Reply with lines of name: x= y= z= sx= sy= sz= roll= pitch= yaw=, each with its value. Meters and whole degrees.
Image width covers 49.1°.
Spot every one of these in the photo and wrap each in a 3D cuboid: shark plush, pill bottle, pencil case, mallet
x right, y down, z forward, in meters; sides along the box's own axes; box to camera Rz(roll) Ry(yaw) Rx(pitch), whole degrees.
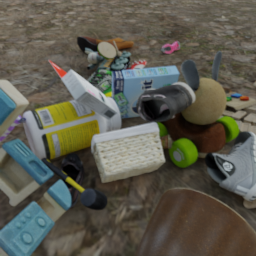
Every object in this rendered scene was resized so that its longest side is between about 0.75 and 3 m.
shark plush: x=-1.251 y=-3.261 z=13.522 sx=0.911 sy=0.994 sz=2.188 roll=-7 pitch=-2 yaw=27
pill bottle: x=-1.581 y=-0.064 z=8.173 sx=2.580 sy=1.451 sz=1.451 roll=-17 pitch=38 yaw=-24
pencil case: x=-3.768 y=0.268 z=6.985 sx=2.466 sy=1.035 sz=1.054 roll=-43 pitch=5 yaw=2
mallet: x=-1.368 y=1.202 z=6.396 sx=2.015 sy=0.664 sz=0.415 roll=30 pitch=80 yaw=22

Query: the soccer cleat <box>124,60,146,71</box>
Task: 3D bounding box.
soccer cleat: x=0.339 y=-2.512 z=12.231 sx=0.479 sy=0.595 sz=1.397 roll=10 pitch=38 yaw=38

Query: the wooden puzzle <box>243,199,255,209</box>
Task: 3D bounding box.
wooden puzzle: x=3.397 y=1.511 z=6.591 sx=1.128 sy=0.261 sz=1.045 roll=-22 pitch=16 yaw=45

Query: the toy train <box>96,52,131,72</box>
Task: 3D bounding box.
toy train: x=-0.630 y=-2.640 z=12.447 sx=1.353 sy=1.012 sz=2.375 roll=1 pitch=36 yaw=16

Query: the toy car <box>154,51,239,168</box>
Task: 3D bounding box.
toy car: x=1.873 y=-0.710 z=7.915 sx=2.282 sy=2.778 sz=2.192 roll=-24 pitch=39 yaw=-30

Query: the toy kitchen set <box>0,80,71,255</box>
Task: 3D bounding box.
toy kitchen set: x=-2.366 y=0.747 z=5.140 sx=2.928 sy=1.725 sz=2.346 roll=45 pitch=13 yaw=-1

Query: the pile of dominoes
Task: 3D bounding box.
pile of dominoes: x=3.725 y=-0.303 z=9.732 sx=1.910 sy=0.390 sz=2.450 roll=-30 pitch=36 yaw=-35

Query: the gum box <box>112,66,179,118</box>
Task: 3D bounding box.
gum box: x=0.511 y=-1.162 z=9.460 sx=2.110 sy=1.793 sz=0.470 roll=-8 pitch=50 yaw=-10

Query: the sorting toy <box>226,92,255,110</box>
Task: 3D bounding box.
sorting toy: x=3.780 y=-0.978 z=10.317 sx=1.516 sy=0.203 sz=1.129 roll=-17 pitch=30 yaw=-19

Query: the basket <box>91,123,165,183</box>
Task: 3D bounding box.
basket: x=-0.006 y=0.667 z=7.133 sx=1.687 sy=1.144 sz=1.041 roll=-12 pitch=71 yaw=-14

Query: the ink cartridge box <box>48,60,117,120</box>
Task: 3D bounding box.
ink cartridge box: x=-1.107 y=-1.016 z=7.159 sx=0.368 sy=1.691 sz=1.467 roll=-40 pitch=65 yaw=9

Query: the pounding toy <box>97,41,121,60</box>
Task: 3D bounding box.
pounding toy: x=-0.915 y=-3.266 z=12.211 sx=1.092 sy=0.507 sz=0.843 roll=-24 pitch=79 yaw=-37

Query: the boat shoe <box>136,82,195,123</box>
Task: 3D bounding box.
boat shoe: x=0.720 y=-0.587 z=7.692 sx=0.779 sy=0.914 sz=2.735 roll=-37 pitch=9 yaw=-21

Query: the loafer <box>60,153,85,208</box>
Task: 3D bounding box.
loafer: x=-1.432 y=1.176 z=7.111 sx=0.647 sy=0.567 sz=1.801 roll=5 pitch=33 yaw=-8

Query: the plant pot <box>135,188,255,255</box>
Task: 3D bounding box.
plant pot: x=0.811 y=2.371 z=4.478 sx=1.916 sy=1.916 sz=2.050 roll=23 pitch=50 yaw=30

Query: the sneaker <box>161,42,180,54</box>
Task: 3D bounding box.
sneaker: x=2.249 y=-4.412 z=15.555 sx=1.351 sy=0.534 sz=0.644 roll=-23 pitch=20 yaw=-32

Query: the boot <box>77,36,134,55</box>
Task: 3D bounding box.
boot: x=-1.296 y=-4.829 z=15.744 sx=2.365 sy=0.860 sz=2.513 roll=21 pitch=39 yaw=29

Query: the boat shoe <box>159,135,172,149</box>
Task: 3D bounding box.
boat shoe: x=0.953 y=0.366 z=7.568 sx=0.350 sy=0.370 sz=1.030 roll=1 pitch=-3 yaw=3

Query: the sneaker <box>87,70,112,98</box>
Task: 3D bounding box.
sneaker: x=-1.179 y=-1.542 z=9.880 sx=0.987 sy=1.077 sz=2.529 roll=20 pitch=21 yaw=9

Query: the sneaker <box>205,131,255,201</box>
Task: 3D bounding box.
sneaker: x=2.629 y=0.705 z=7.168 sx=1.294 sy=0.841 sz=2.241 roll=18 pitch=40 yaw=2
